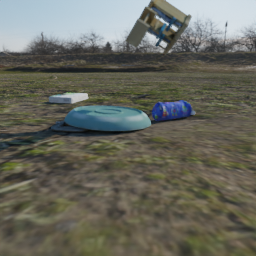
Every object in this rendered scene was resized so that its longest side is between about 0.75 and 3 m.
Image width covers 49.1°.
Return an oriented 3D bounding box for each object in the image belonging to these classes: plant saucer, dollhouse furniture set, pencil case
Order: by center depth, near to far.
[{"bbox_3d":[-0.660,-0.406,9.436,2.904,0.398,2.904,4,12,-1],"label":"plant saucer"},{"bbox_3d":[0.975,-3.311,9.964,1.565,1.556,2.220,31,50,-7],"label":"dollhouse furniture set"},{"bbox_3d":[1.584,-0.651,10.159,1.548,0.672,0.604,-8,7,-33],"label":"pencil case"}]

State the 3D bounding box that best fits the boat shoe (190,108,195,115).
[{"bbox_3d":[2.330,-0.776,11.227,0.407,0.400,1.128,-4,14,-15],"label":"boat shoe"}]

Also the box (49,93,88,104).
[{"bbox_3d":[-3.101,-1.590,14.736,1.301,0.328,1.803,5,14,17],"label":"box"}]

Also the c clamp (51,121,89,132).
[{"bbox_3d":[-1.754,-0.093,8.861,1.439,0.195,1.229,5,14,20],"label":"c clamp"}]
